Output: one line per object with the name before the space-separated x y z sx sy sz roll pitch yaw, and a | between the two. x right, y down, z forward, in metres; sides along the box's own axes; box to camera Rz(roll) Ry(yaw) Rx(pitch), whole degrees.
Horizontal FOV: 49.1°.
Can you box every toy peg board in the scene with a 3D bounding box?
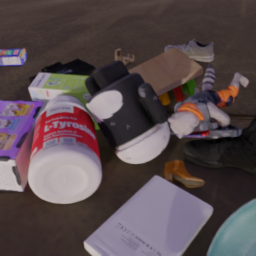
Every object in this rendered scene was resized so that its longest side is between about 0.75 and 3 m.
toy peg board | 1.215 -1.528 9.802 2.258 1.109 2.267 -27 34 2

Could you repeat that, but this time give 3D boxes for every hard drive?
hard drive | 0.460 1.930 5.442 1.461 0.291 2.216 26 42 32

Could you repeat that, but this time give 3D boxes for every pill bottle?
pill bottle | -1.490 0.336 6.688 1.490 1.490 2.655 -6 36 -9

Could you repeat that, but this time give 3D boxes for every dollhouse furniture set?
dollhouse furniture set | -0.219 -3.239 12.705 0.755 0.491 0.693 23 41 29

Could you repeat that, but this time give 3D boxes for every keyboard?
keyboard | -2.714 -2.221 11.418 1.569 0.335 2.614 29 43 26

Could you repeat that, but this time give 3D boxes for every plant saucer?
plant saucer | 2.380 2.274 3.571 2.951 0.530 2.951 -29 43 31

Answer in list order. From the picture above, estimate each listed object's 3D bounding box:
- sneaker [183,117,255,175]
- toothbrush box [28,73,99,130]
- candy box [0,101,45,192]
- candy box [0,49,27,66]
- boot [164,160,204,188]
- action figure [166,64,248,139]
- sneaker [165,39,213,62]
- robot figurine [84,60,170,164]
sneaker | 2.893 0.295 6.682 2.989 1.559 0.897 11 35 15
toothbrush box | -1.745 -0.782 8.308 1.911 1.391 0.823 7 44 8
candy box | -3.802 0.328 7.078 2.943 1.053 2.469 1 35 1
candy box | -5.313 -3.182 12.642 1.211 0.466 1.024 -3 34 -6
boot | 1.324 1.052 6.656 0.938 0.330 0.672 1 40 12
action figure | 1.679 -0.582 7.473 2.713 1.419 2.624 -2 27 38
sneaker | 2.845 -3.694 12.969 2.263 0.928 0.846 8 36 12
robot figurine | -0.005 -0.353 6.900 1.567 2.511 1.886 -30 4 4
